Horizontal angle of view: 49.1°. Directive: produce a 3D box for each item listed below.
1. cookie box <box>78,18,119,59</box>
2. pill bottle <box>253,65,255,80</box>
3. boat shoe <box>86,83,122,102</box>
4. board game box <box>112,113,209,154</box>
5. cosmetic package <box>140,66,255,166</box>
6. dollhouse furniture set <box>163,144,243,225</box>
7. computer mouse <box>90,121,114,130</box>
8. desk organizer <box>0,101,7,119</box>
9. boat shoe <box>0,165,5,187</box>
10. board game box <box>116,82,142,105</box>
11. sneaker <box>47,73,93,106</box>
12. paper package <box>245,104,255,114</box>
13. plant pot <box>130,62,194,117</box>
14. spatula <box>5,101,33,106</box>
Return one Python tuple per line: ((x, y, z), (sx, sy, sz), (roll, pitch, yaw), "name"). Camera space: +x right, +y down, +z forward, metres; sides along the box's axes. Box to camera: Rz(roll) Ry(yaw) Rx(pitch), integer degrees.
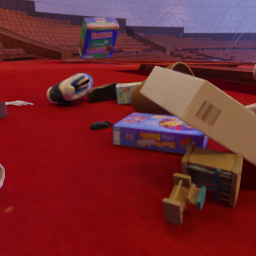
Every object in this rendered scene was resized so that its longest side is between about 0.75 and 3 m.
((-0.848, -2.521, 7.916), (0.958, 1.120, 0.421), (-10, 59, -24), "cookie box")
((10.179, -3.911, 19.662), (1.274, 1.274, 2.301), (-16, 23, -42), "pill bottle")
((-1.050, -1.729, 13.314), (2.104, 0.796, 0.777), (-12, 15, -35), "boat shoe")
((0.951, 0.099, 7.631), (2.334, 0.523, 1.569), (7, 18, 21), "board game box")
((1.843, -0.079, 5.451), (2.912, 0.752, 2.196), (28, 7, -21), "cosmetic package")
((1.200, 1.038, 4.376), (0.866, 0.861, 1.228), (10, 43, 27), "dollhouse furniture set")
((-0.861, -0.121, 8.918), (0.812, 0.214, 0.563), (-13, 22, -37), "computer mouse")
((-4.785, -0.535, 9.706), (0.511, 0.549, 1.425), (1, 17, 4), "desk organizer")
((-2.407, 1.085, 3.763), (0.965, 0.980, 2.764), (-4, 10, -5), "boat shoe")
((0.257, -1.573, 12.489), (1.520, 0.797, 0.783), (-6, 16, -1), "board game box")
((-2.053, -1.886, 12.486), (2.024, 1.114, 2.764), (-7, 19, 42), "sneaker")
((3.744, -0.302, 7.664), (1.509, 0.819, 1.583), (-15, 0, -42), "paper package")
((1.145, -1.166, 10.000), (2.048, 1.908, 1.908), (-7, 9, 41), "plant pot")
((-4.819, -1.066, 12.327), (1.183, 0.095, 0.822), (12, 15, 33), "spatula")
